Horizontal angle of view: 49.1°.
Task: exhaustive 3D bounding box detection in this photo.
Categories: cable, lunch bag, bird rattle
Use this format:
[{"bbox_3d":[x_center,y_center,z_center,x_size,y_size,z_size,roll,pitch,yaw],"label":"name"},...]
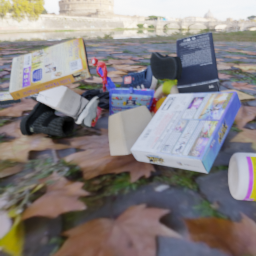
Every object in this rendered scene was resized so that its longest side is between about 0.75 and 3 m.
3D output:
[{"bbox_3d":[-1.586,-1.289,13.895,2.134,0.664,2.616,23,29,33],"label":"cable"},{"bbox_3d":[0.093,-1.136,10.673,1.581,0.988,2.100,3,-12,-3],"label":"lunch bag"},{"bbox_3d":[1.329,-1.000,11.113,1.668,2.961,2.414,20,47,-32],"label":"bird rattle"}]

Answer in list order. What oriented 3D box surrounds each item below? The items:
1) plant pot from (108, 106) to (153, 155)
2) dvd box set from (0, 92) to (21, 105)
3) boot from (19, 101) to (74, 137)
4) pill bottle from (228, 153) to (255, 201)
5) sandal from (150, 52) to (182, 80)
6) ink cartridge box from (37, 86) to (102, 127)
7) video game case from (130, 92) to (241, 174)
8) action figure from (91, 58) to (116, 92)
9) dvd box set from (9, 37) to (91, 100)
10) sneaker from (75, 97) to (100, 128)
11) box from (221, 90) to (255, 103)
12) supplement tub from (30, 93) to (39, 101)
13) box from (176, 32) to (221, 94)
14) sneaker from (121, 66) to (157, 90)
[{"bbox_3d":[0.122,0.055,8.726,1.397,1.238,1.399,-17,2,-23],"label":"plant pot"},{"bbox_3d":[-6.474,-1.601,14.951,1.257,0.253,1.718,-11,25,-25],"label":"dvd box set"},{"bbox_3d":[-2.926,-0.387,11.105,1.799,0.905,2.406,-2,32,13],"label":"boot"},{"bbox_3d":[3.746,1.251,6.903,2.256,1.176,1.176,3,23,7],"label":"pill bottle"},{"bbox_3d":[1.230,-1.885,8.753,0.547,0.859,2.286,-6,20,-15],"label":"sandal"},{"bbox_3d":[-2.323,-0.946,11.232,1.520,0.858,2.071,20,-7,39],"label":"ink cartridge box"},{"bbox_3d":[1.438,0.006,6.988,2.010,0.504,2.218,3,47,45],"label":"video game case"},{"bbox_3d":[-0.928,-2.056,12.927,0.734,2.840,0.929,-27,-10,-10],"label":"action figure"},{"bbox_3d":[-2.387,-1.853,8.538,2.376,0.349,1.738,-17,50,2],"label":"dvd box set"},{"bbox_3d":[-1.230,-0.497,9.131,0.557,0.519,1.405,38,43,-13],"label":"sneaker"},{"bbox_3d":[5.817,-1.745,15.391,1.426,0.186,1.744,-8,25,-19],"label":"box"},{"bbox_3d":[-4.510,-1.718,14.648,1.148,0.703,0.703,10,25,24],"label":"supplement tub"},{"bbox_3d":[2.344,-1.668,9.212,1.210,1.716,2.319,-8,51,19],"label":"box"},{"bbox_3d":[0.412,-2.128,12.672,1.228,1.089,2.906,8,-11,-15],"label":"sneaker"}]
